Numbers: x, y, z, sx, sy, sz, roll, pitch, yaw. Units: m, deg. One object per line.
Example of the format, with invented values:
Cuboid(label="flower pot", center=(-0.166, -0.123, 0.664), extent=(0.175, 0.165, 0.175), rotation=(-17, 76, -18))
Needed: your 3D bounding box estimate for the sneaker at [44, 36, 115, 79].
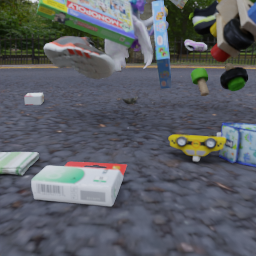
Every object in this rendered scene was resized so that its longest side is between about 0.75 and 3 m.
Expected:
Cuboid(label="sneaker", center=(-1.321, -2.285, 8.170), extent=(2.711, 1.045, 1.110), rotation=(23, 62, 32))

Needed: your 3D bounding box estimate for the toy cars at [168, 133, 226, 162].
Cuboid(label="toy cars", center=(1.939, 0.383, 5.867), extent=(2.308, 0.511, 1.035), rotation=(-2, 7, -23))

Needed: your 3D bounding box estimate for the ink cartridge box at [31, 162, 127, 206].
Cuboid(label="ink cartridge box", center=(-0.714, 0.755, 4.773), extent=(1.229, 0.382, 1.527), rotation=(3, 17, 8))

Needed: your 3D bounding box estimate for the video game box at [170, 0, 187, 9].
Cuboid(label="video game box", center=(1.750, -4.466, 9.260), extent=(0.837, 0.763, 0.196), rotation=(3, 38, -53))

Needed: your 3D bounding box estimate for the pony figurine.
Cuboid(label="pony figurine", center=(0.162, -3.459, 9.516), extent=(2.802, 2.704, 2.333), rotation=(-33, 21, -36))

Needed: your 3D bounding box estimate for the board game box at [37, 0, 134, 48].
Cuboid(label="board game box", center=(-0.805, -2.466, 5.737), extent=(1.915, 0.279, 1.289), rotation=(13, 53, -26))

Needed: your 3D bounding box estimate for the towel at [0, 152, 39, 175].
Cuboid(label="towel", center=(-2.462, 0.687, 5.427), extent=(1.214, 0.186, 0.906), rotation=(-1, 13, 4))

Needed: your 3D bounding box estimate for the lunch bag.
Cuboid(label="lunch bag", center=(2.292, 0.310, 5.609), extent=(0.885, 0.752, 0.564), rotation=(11, 18, 33))

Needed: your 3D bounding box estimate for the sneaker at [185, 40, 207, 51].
Cuboid(label="sneaker", center=(2.860, -3.352, 11.732), extent=(0.995, 0.361, 0.567), rotation=(11, 37, -4))

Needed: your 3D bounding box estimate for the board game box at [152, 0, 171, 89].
Cuboid(label="board game box", center=(0.899, -2.168, 7.429), extent=(0.330, 1.803, 1.364), rotation=(-5, -23, 10))

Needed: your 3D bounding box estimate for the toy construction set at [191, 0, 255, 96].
Cuboid(label="toy construction set", center=(2.495, -2.367, 5.170), extent=(2.412, 2.222, 2.892), rotation=(-7, -26, -5))

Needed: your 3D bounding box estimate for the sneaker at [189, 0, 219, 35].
Cuboid(label="sneaker", center=(3.136, -3.837, 9.007), extent=(2.308, 0.956, 0.828), rotation=(-14, -10, 15))

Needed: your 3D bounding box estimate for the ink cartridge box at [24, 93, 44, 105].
Cuboid(label="ink cartridge box", center=(-3.964, -1.238, 11.859), extent=(0.646, 0.371, 0.890), rotation=(-2, 16, -9))

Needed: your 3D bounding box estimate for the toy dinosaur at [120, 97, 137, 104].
Cuboid(label="toy dinosaur", center=(0.043, -1.128, 11.776), extent=(0.806, 0.310, 0.412), rotation=(-9, 5, -10))

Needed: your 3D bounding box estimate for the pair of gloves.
Cuboid(label="pair of gloves", center=(3.455, -2.840, 7.601), extent=(1.801, 0.371, 2.118), rotation=(21, 12, -16))
